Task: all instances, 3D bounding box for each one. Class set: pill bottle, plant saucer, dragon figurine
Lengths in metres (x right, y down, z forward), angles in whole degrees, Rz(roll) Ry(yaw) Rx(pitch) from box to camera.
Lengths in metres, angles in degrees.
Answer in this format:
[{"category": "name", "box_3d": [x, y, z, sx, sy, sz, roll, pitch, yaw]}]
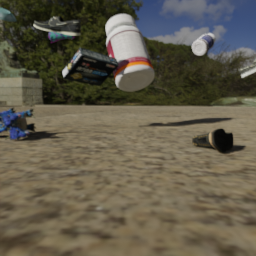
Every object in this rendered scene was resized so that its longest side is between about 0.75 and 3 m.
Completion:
[{"category": "pill bottle", "box_3d": [-0.016, -3.151, 11.706, 1.619, 2.955, 1.619, -12, -23, -5]}, {"category": "plant saucer", "box_3d": [-3.970, -3.597, 8.749, 0.946, 0.182, 0.946, 21, 25, -10]}, {"category": "pill bottle", "box_3d": [3.108, -3.418, 11.361, 0.627, 0.627, 1.129, 5, 36, 42]}, {"category": "dragon figurine", "box_3d": [-3.831, -0.173, 8.431, 2.940, 0.865, 1.461, 5, 7, 29]}]

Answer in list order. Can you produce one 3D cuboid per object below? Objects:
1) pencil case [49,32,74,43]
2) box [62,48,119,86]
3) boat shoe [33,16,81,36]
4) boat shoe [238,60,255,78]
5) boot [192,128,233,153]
[{"category": "pencil case", "box_3d": [-3.310, -4.599, 13.943, 1.190, 0.550, 0.506, -9, 7, 3]}, {"category": "box", "box_3d": [-1.314, -2.074, 9.790, 1.581, 0.364, 1.257, 5, -34, -44]}, {"category": "boat shoe", "box_3d": [-2.378, -3.485, 9.435, 1.629, 0.551, 0.585, 10, 27, 6]}, {"category": "boat shoe", "box_3d": [3.347, -1.626, 7.310, 0.901, 0.287, 0.319, -26, -6, 31]}, {"category": "boot", "box_3d": [1.713, 0.296, 6.169, 0.890, 0.499, 1.287, -2, -9, 34]}]
